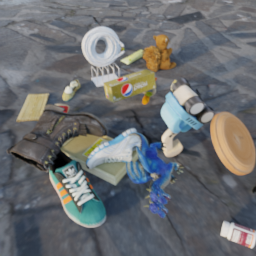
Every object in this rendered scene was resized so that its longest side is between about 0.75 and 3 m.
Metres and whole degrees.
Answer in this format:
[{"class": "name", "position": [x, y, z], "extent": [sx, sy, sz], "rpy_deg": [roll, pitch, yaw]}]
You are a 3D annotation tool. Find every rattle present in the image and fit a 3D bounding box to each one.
[{"class": "rattle", "position": [0.890, -1.650, 12.264], "extent": [0.687, 1.055, 0.754], "rpy_deg": [43, 56, 2]}]

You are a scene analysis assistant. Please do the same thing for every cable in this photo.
[{"class": "cable", "position": [-1.305, -3.930, 13.590], "extent": [1.891, 1.892, 0.655], "rpy_deg": [-41, 36, -4]}]

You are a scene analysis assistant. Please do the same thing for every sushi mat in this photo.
[{"class": "sushi mat", "position": [-4.258, -0.943, 12.637], "extent": [1.023, 0.129, 2.139], "rpy_deg": [-2, 38, -2]}]

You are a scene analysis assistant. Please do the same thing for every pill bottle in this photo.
[{"class": "pill bottle", "position": [2.962, 2.859, 7.550], "extent": [0.832, 0.475, 0.475], "rpy_deg": [16, 41, 19]}]

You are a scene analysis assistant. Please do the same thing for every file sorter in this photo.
[{"class": "file sorter", "position": [-1.159, -2.771, 14.415], "extent": [1.298, 0.808, 0.901], "rpy_deg": [-15, 41, -19]}]

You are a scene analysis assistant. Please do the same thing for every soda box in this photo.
[{"class": "soda box", "position": [0.091, -1.744, 11.450], "extent": [2.080, 0.704, 0.666], "rpy_deg": [-22, 32, -23]}]

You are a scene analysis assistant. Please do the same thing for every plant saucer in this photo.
[{"class": "plant saucer", "position": [3.003, 0.391, 7.823], "extent": [1.836, 0.296, 1.836], "rpy_deg": [19, 58, -33]}]

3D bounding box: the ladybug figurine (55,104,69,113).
[{"class": "ladybug figurine", "position": [-2.585, -0.698, 10.679], "extent": [0.784, 0.532, 0.282], "rpy_deg": [4, 59, -45]}]

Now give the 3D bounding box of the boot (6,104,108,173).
[{"class": "boot", "position": [-2.141, 0.453, 8.876], "extent": [2.599, 0.900, 2.262], "rpy_deg": [15, 51, 8]}]

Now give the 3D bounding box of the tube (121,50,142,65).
[{"class": "tube", "position": [0.317, -4.143, 16.515], "extent": [1.584, 0.411, 0.460], "rpy_deg": [-35, 11, -30]}]

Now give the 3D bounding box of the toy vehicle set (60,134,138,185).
[{"class": "toy vehicle set", "position": [-1.070, 0.916, 10.110], "extent": [2.567, 0.340, 1.595], "rpy_deg": [22, 43, 25]}]

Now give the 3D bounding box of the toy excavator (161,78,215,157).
[{"class": "toy excavator", "position": [1.632, -0.145, 9.264], "extent": [2.351, 2.286, 1.174], "rpy_deg": [-41, 49, 19]}]

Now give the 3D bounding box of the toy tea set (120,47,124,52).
[{"class": "toy tea set", "position": [-0.873, -5.130, 17.667], "extent": [1.259, 0.466, 0.749], "rpy_deg": [27, 45, 30]}]

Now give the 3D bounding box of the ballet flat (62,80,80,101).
[{"class": "ballet flat", "position": [-2.764, -1.866, 13.520], "extent": [0.529, 0.529, 1.497], "rpy_deg": [12, 40, 14]}]

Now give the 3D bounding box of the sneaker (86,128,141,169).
[{"class": "sneaker", "position": [-0.380, 0.866, 9.359], "extent": [2.148, 0.805, 0.931], "rpy_deg": [-31, 74, -20]}]

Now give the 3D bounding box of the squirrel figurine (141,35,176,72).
[{"class": "squirrel figurine", "position": [1.672, -4.109, 15.315], "extent": [1.900, 1.773, 1.344], "rpy_deg": [-30, 47, -33]}]

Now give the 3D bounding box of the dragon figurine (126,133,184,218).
[{"class": "dragon figurine", "position": [0.488, 0.967, 7.440], "extent": [1.383, 0.819, 2.782], "rpy_deg": [-8, 50, -39]}]

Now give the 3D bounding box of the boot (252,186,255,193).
[{"class": "boot", "position": [5.208, 2.024, 8.406], "extent": [1.680, 0.941, 2.429], "rpy_deg": [-32, 35, -28]}]

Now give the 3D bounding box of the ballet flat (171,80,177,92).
[{"class": "ballet flat", "position": [1.746, -1.546, 10.551], "extent": [0.308, 0.870, 0.308], "rpy_deg": [-1, 83, 6]}]

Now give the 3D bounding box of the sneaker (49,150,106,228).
[{"class": "sneaker", "position": [-1.671, 1.729, 8.435], "extent": [1.018, 1.139, 2.851], "rpy_deg": [-26, 45, -29]}]
